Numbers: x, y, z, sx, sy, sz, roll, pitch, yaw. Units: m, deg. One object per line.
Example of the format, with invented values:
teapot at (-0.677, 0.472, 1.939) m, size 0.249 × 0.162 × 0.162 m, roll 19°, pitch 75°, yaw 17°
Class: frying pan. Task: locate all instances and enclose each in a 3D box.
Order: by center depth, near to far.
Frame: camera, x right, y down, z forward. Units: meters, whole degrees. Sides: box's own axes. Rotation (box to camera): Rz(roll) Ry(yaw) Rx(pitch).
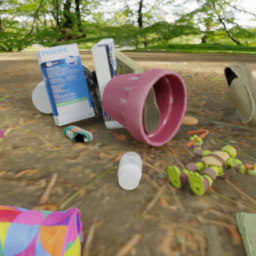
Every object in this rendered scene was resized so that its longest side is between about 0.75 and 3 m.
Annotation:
frying pan at (-1.273, -1.142, 10.980) m, size 0.461 × 1.711 × 2.829 m, roll -23°, pitch 4°, yaw -10°

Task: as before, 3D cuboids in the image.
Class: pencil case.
pencil case at (-2.051, 1.731, 4.466) m, size 2.664 × 1.177 × 1.177 m, roll 4°, pitch 20°, yaw 8°

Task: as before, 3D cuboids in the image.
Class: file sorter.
file sorter at (-0.368, -0.398, 11.030) m, size 1.015 × 0.632 × 0.705 m, roll -4°, pitch 21°, yaw -12°

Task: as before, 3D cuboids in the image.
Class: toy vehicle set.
toy vehicle set at (-0.129, -2.195, 11.650) m, size 0.342 × 1.603 × 2.581 m, roll -23°, pitch 40°, yaw -18°

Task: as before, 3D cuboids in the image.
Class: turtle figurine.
turtle figurine at (2.039, 0.894, 7.141) m, size 2.126 × 0.849 × 2.636 m, roll -22°, pitch 32°, yaw -32°

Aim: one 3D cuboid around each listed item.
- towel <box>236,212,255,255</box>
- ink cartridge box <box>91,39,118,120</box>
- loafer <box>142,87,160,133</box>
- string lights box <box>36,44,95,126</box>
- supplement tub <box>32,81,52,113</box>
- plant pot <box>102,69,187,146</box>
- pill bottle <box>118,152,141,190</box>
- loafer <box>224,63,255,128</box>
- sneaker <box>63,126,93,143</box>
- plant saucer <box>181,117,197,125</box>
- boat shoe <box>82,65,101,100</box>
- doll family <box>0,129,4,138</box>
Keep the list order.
towel at (2.563, 2.030, 4.801) m, size 1.176 × 0.289 × 1.585 m, roll 4°, pitch 19°, yaw 9°
ink cartridge box at (-0.730, -1.885, 10.427) m, size 0.545 × 2.511 × 2.488 m, roll -5°, pitch 23°, yaw 5°
loafer at (0.565, -0.626, 8.642) m, size 0.609 × 1.608 × 0.549 m, roll -18°, pitch 22°, yaw -27°
string lights box at (-2.369, -1.627, 10.674) m, size 1.442 × 2.807 × 0.828 m, roll -17°, pitch 10°, yaw -24°
supplement tub at (-3.361, -1.568, 12.952) m, size 1.509 × 1.509 × 2.075 m, roll 3°, pitch 20°, yaw 8°
plant pot at (0.388, -0.802, 8.964) m, size 2.084 × 2.328 × 2.328 m, roll 21°, pitch 28°, yaw 41°
pill bottle at (0.044, 1.071, 7.020) m, size 0.576 × 0.576 × 1.016 m, roll 1°, pitch 20°, yaw 4°
loafer at (3.624, -1.076, 9.027) m, size 0.836 × 0.943 × 2.480 m, roll 3°, pitch 54°, yaw -6°
sneaker at (-1.818, 0.234, 9.569) m, size 1.189 × 0.424 × 0.475 m, roll 12°, pitch 19°, yaw 27°
plant saucer at (2.424, -0.313, 11.520) m, size 0.856 × 0.138 × 0.856 m, roll -1°, pitch 20°, yaw 0°
boat shoe at (-1.901, -2.318, 13.948) m, size 2.873 × 1.033 × 0.931 m, roll 39°, pitch -5°, yaw -26°
doll family at (-4.762, 0.520, 7.762) m, size 2.691 × 1.212 × 1.670 m, roll 21°, pitch 43°, yaw 24°
